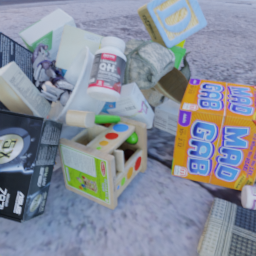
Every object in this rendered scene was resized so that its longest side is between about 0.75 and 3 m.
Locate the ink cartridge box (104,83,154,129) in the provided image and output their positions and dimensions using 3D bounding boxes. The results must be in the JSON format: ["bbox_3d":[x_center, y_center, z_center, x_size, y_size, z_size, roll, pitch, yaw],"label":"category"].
[{"bbox_3d":[0.028,-0.544,8.167,0.990,1.370,0.580,-10,44,29],"label":"ink cartridge box"}]

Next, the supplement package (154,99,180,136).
[{"bbox_3d":[1.816,-0.482,10.115,1.130,0.804,1.451,24,40,34],"label":"supplement package"}]

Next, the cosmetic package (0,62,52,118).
[{"bbox_3d":[-2.669,-0.779,6.998,0.542,1.526,0.803,-22,31,20],"label":"cosmetic package"}]

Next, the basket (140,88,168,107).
[{"bbox_3d":[0.869,-1.495,11.308,0.887,0.975,1.438,17,15,-41],"label":"basket"}]

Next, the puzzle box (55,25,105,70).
[{"bbox_3d":[-1.163,-2.258,8.650,1.911,1.271,0.243,12,15,-23],"label":"puzzle box"}]

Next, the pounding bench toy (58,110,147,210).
[{"bbox_3d":[-0.544,0.322,7.197,1.553,2.499,1.949,16,36,27],"label":"pounding bench toy"}]

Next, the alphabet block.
[{"bbox_3d":[1.439,-3.794,9.594,1.586,1.594,1.624,-30,19,2],"label":"alphabet block"}]

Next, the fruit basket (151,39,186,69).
[{"bbox_3d":[1.489,-3.271,12.321,1.924,2.668,2.668,10,30,-11],"label":"fruit basket"}]

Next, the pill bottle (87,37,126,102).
[{"bbox_3d":[-0.456,-1.347,6.469,0.757,1.368,0.757,9,-10,2],"label":"pill bottle"}]

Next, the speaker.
[{"bbox_3d":[-2.181,0.583,8.037,1.203,1.203,2.963,22,39,31],"label":"speaker"}]

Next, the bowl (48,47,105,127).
[{"bbox_3d":[-1.232,-0.941,7.688,1.045,2.326,2.326,26,23,-24],"label":"bowl"}]

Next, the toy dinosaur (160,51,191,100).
[{"bbox_3d":[2.252,-1.998,11.823,0.962,2.499,1.278,34,11,-6],"label":"toy dinosaur"}]

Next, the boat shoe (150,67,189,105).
[{"bbox_3d":[1.093,-1.774,9.898,2.774,0.895,0.989,44,70,9],"label":"boat shoe"}]

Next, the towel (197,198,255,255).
[{"bbox_3d":[2.521,2.454,5.973,1.820,0.327,1.891,17,34,20],"label":"towel"}]

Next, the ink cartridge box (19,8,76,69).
[{"bbox_3d":[-2.663,-2.887,10.718,1.809,2.490,1.089,-39,58,-13],"label":"ink cartridge box"}]

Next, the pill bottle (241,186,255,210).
[{"bbox_3d":[3.339,1.730,6.797,1.013,0.569,0.569,5,32,7],"label":"pill bottle"}]

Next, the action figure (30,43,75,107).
[{"bbox_3d":[-2.013,-1.370,7.976,1.722,0.918,2.646,33,11,-49],"label":"action figure"}]

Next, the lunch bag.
[{"bbox_3d":[0.487,-1.888,8.456,1.485,1.234,1.771,18,36,19],"label":"lunch bag"}]

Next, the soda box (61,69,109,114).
[{"bbox_3d":[-1.476,-1.090,9.896,0.892,0.844,2.630,-22,66,-24],"label":"soda box"}]

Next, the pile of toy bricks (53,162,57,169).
[{"bbox_3d":[-2.208,0.436,7.014,0.608,0.683,1.231,-14,63,-1],"label":"pile of toy bricks"}]

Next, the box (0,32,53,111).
[{"bbox_3d":[-4.343,-1.502,8.957,2.738,2.691,1.697,-13,69,23],"label":"box"}]

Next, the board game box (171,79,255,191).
[{"bbox_3d":[2.548,0.096,7.900,2.143,2.145,2.143,10,33,15],"label":"board game box"}]

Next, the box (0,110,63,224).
[{"bbox_3d":[-2.610,0.737,6.147,1.762,2.152,0.927,11,-4,12],"label":"box"}]
